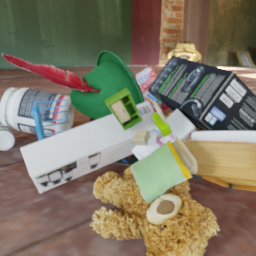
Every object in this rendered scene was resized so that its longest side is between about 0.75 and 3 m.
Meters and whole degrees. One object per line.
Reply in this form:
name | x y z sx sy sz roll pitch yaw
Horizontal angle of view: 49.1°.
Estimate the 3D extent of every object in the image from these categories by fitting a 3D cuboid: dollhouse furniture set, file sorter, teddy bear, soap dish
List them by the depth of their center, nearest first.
dollhouse furniture set | 0.255 0.133 4.450 0.925 0.714 1.851 -30 42 2
teddy bear | 0.279 1.164 4.660 1.828 0.842 2.521 -3 16 -7
soap dish | 2.062 0.667 4.959 1.529 0.789 1.943 -1 -18 41
file sorter | -1.937 0.014 7.414 0.864 1.409 0.978 -11 18 -11

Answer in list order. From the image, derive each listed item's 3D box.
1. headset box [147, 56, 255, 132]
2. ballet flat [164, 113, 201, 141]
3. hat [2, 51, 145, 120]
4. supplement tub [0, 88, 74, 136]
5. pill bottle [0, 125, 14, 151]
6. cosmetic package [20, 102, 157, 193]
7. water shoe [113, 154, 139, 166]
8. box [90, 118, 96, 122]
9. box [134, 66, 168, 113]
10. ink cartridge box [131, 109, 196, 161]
headset box | 1.656 -0.471 5.803 1.846 0.984 2.121 32 6 -32
ballet flat | 1.529 0.053 7.561 0.683 0.808 2.137 35 4 -42
hat | -1.330 -0.619 7.555 2.539 2.389 2.884 -26 59 -24
supplement tub | -2.791 -0.477 8.796 1.975 1.386 1.386 11 16 0
pill bottle | -3.697 0.256 8.226 0.576 0.576 1.019 -9 17 -27
cosmetic package | -0.672 0.398 5.665 2.631 0.666 1.086 -22 -20 -18
water shoe | 0.024 0.436 7.025 2.202 0.787 0.869 17 43 19
box | -0.327 -0.126 9.683 1.390 0.423 1.724 -10 17 -33
box | 0.831 -1.489 11.668 1.326 1.270 2.661 -32 21 10
ink cartridge box | 0.712 0.244 5.394 0.492 1.162 0.840 50 6 14
